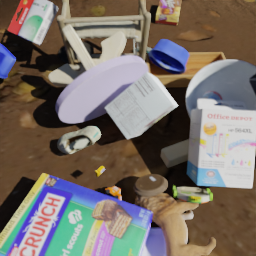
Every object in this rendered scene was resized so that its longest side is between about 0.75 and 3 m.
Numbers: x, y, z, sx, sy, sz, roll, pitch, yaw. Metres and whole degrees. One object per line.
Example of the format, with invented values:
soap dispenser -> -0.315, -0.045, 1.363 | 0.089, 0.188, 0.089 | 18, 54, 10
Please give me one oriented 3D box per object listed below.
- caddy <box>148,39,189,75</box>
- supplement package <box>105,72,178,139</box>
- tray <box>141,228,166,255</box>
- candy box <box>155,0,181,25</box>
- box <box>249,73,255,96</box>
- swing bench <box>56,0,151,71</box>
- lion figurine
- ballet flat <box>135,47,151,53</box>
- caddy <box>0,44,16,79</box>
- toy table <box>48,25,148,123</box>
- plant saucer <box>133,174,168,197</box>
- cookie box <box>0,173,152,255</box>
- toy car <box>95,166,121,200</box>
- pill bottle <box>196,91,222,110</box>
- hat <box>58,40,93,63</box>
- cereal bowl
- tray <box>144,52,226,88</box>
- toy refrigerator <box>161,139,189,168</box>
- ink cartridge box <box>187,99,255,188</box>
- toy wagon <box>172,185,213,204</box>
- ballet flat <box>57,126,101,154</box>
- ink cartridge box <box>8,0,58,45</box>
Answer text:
caddy -> 1.385, -2.360, 9.616 | 1.403, 0.992, 0.737 | 29, 72, 2
supplement package -> 0.406, -0.571, 7.519 | 1.432, 1.369, 1.053 | -39, 83, 15
tray -> 0.559, 2.682, 5.936 | 0.589, 0.122, 1.097 | -5, 46, 16
candy box -> 1.875, -5.402, 12.935 | 1.003, 0.485, 1.719 | 9, 51, 7
box -> 4.415, -0.628, 6.542 | 2.019, 2.729, 1.424 | -41, 22, -21
swing bench -> -0.734, -2.882, 9.258 | 2.660, 2.674, 1.735 | -3, 51, -3
lion figurine -> 1.000, 2.228, 5.925 | 1.324, 0.783, 2.162 | -1, 40, -19
ballet flat -> 0.569, -3.085, 10.960 | 0.777, 0.262, 0.248 | 17, 90, 27
caddy -> -4.691, -2.373, 9.342 | 1.929, 1.363, 1.012 | 42, 97, 32
toy table -> -0.974, -1.515, 7.896 | 2.723, 2.503, 1.595 | -25, 62, -7
plant saucer -> 0.508, 1.298, 6.461 | 0.806, 0.119, 0.806 | -11, 21, 4
cookie box -> -1.079, 2.349, 5.546 | 2.583, 0.970, 2.209 | 16, 50, 12
toy car -> -0.380, 1.333, 6.584 | 0.502, 1.023, 0.340 | 16, 44, 38
pill bottle -> 2.288, -0.572, 8.013 | 0.595, 0.595, 1.094 | 21, 43, 18
hat -> -2.072, -3.157, 10.878 | 1.473, 0.594, 1.473 | -1, 49, 1
cereal bowl -> 2.907, -0.709, 8.147 | 2.381, 0.992, 2.381 | -5, 72, 17
tray -> 2.063, -2.068, 9.966 | 2.858, 0.529, 1.410 | -1, 48, -2
toy refrigerator -> 1.488, 0.661, 7.631 | 1.118, 0.391, 0.424 | -19, 53, -14
ink cartridge box -> 2.187, 0.297, 6.700 | 1.266, 1.233, 1.969 | 3, 93, 2
toy wagon -> 1.425, 1.492, 6.223 | 0.841, 1.084, 0.214 | 4, 92, 6
ballet flat -> -1.396, 0.381, 7.242 | 1.638, 0.552, 0.511 | -26, 23, 37
ink cartridge box -> -3.466, -3.854, 9.757 | 1.805, 0.452, 1.453 | 28, 93, 21
